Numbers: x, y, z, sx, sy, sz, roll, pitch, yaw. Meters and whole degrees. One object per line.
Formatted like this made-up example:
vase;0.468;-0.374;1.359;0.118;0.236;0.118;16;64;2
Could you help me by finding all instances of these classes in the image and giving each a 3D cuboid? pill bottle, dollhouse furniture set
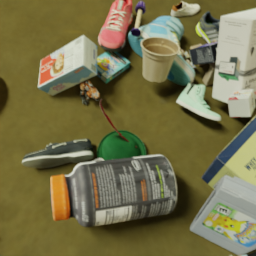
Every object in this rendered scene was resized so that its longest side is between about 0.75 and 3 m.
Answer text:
pill bottle;-0.411;1.561;6.973;2.933;1.558;1.558;-4;62;-15
dollhouse furniture set;2.749;-2.422;9.826;1.412;1.000;1.537;-18;65;-11

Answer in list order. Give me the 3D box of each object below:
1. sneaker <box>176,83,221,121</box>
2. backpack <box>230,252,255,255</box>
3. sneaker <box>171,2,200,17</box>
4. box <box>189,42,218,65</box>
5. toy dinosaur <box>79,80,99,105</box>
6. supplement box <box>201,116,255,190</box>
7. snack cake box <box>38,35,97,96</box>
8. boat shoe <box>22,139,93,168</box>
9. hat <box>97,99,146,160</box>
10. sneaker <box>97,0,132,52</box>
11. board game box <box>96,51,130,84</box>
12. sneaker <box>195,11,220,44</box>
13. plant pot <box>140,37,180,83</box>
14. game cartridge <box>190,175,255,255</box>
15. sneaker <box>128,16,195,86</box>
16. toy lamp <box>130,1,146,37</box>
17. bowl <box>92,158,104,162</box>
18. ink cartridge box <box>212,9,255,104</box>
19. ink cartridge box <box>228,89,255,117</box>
sneaker;2.366;-0.853;8.831;1.530;0.563;0.902;32;101;23
backpack;1.897;3.747;5.831;2.382;1.832;1.943;-15;49;18
sneaker;2.375;-4.872;11.376;1.250;0.529;0.455;-17;62;-10
box;2.685;-2.477;9.252;0.797;1.077;0.562;-23;106;-22
toy dinosaur;-1.327;-1.308;9.317;0.657;0.872;1.285;-16;57;-8
supplement box;3.951;1.144;7.578;2.612;1.754;2.610;-41;70;-19
snack cake box;-1.998;-1.992;9.209;2.050;0.689;1.179;-18;63;30
boat shoe;-2.093;0.752;8.390;2.059;0.779;0.621;-5;63;-16
hat;-0.354;0.475;7.944;1.753;1.543;1.452;32;76;15
sneaker;-0.456;-3.990;10.309;1.046;1.231;2.838;13;55;0
board game box;-0.676;-2.236;10.001;0.915;0.284;1.212;41;61;14
sneaker;3.364;-3.471;10.455;0.787;0.862;2.129;-34;68;-16
plant pot;0.919;-2.082;8.822;1.202;1.101;1.202;4;42;-4
game cartridge;2.582;2.209;6.730;1.567;2.351;0.476;22;44;9
sneaker;1.641;-2.956;10.025;1.951;1.188;2.988;-39;70;-17
toy lamp;0.359;-3.819;9.745;0.399;0.399;1.372;10;67;5
bowl;-0.919;1.599;8.085;1.149;0.430;1.151;-31;66;-13
ink cartridge box;3.658;-2.148;8.539;1.874;2.566;1.082;-23;35;-28
ink cartridge box;3.192;-0.692;7.849;0.554;0.551;0.762;-1;24;35
